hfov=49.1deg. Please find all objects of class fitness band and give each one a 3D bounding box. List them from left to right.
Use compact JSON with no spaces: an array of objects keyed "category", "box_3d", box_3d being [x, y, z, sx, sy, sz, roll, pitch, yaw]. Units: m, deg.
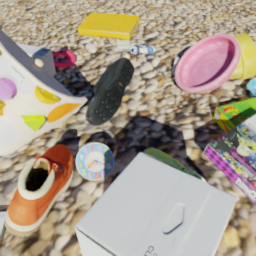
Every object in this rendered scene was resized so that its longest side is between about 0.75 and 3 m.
[{"category":"fitness band","box_3d":[-2.960,-3.067,12.407,1.404,0.263,1.008,30,53,31]}]

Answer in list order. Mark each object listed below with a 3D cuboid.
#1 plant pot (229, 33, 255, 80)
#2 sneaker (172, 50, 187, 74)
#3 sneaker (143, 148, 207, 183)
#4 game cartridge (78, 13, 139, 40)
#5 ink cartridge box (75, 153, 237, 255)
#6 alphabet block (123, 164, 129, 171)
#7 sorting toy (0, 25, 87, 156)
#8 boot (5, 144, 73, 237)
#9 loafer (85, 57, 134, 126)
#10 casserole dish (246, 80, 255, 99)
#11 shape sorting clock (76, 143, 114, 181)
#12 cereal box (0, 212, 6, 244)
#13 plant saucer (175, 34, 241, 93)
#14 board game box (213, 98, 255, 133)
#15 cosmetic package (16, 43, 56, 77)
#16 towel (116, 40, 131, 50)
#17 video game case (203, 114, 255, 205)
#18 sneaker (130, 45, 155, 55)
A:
[{"category":"plant pot","box_3d":[3.892,-2.606,10.922,1.624,1.726,1.726,-16,43,3]},{"category":"sneaker","box_3d":[2.634,-2.863,11.667,1.804,0.897,0.703,-28,49,-28]},{"category":"sneaker","box_3d":[1.344,1.261,6.919,0.977,0.990,2.592,-28,53,-29]},{"category":"game cartridge","box_3d":[-1.013,-5.469,14.969,2.819,0.457,2.485,8,43,12]},{"category":"ink cartridge box","box_3d":[0.471,2.112,4.892,1.833,2.534,1.841,24,47,24]},{"category":"alphabet block","box_3d":[0.180,1.564,6.750,0.882,0.887,0.903,15,44,18]},{"category":"sorting toy","box_3d":[-3.051,-0.640,6.849,2.940,2.647,1.571,43,20,-12]},{"category":"boot","box_3d":[-1.877,1.042,6.663,1.016,1.452,2.707,20,33,-3]},{"category":"loafer","box_3d":[-0.695,-1.209,9.425,1.002,0.969,2.854,-6,48,42]},{"category":"casserole dish","box_3d":[5.341,-1.267,10.287,1.966,0.381,1.191,8,43,10]},{"category":"shape sorting clock","box_3d":[-0.888,0.911,7.532,1.024,1.024,0.201,-7,6,-8]},{"category":"cereal box","box_3d":[-3.211,2.404,6.321,0.743,0.204,1.033,-1,42,0]},{"category":"plant saucer","box_3d":[2.798,-2.160,9.808,2.401,0.609,2.401,-28,44,30]},{"category":"board game box","box_3d":[4.037,-0.403,9.227,2.103,0.501,1.069,-14,44,-15]},{"category":"cosmetic package","box_3d":[-4.360,-2.774,11.431,2.703,1.116,0.684,13,46,15]},{"category":"towel","box_3d":[-0.220,-4.050,13.566,0.662,0.136,0.888,-4,42,-6]},{"category":"video game case","box_3d":[3.804,0.968,7.344,2.481,0.490,2.738,-27,60,-28]},{"category":"sneaker","box_3d":[0.586,-3.475,12.658,1.037,0.418,0.759,20,38,27]}]
